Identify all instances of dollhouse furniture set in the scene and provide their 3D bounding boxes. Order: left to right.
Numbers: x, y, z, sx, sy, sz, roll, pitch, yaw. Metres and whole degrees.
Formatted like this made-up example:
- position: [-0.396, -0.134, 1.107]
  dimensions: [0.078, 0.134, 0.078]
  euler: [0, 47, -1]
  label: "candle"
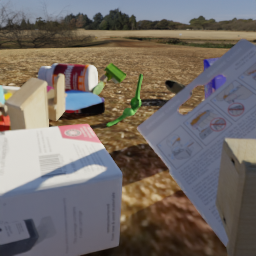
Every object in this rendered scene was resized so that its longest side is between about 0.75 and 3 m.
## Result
- position: [-3.292, -0.713, 6.312]
  dimensions: [2.977, 1.453, 2.539]
  euler: [19, 43, 7]
  label: "dollhouse furniture set"
- position: [-0.866, -1.627, 11.042]
  dimensions: [0.747, 1.936, 0.967]
  euler: [41, 44, -2]
  label: "dollhouse furniture set"
- position: [1.782, 1.207, 1.616]
  dimensions: [2.354, 2.082, 1.309]
  euler: [1, 20, 4]
  label: "dollhouse furniture set"

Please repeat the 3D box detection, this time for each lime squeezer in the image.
- position: [0.070, -0.687, 8.784]
  dimensions: [0.381, 0.713, 2.018]
  euler: [26, 72, 22]
  label: "lime squeezer"

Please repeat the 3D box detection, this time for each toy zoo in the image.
- position: [-3.468, -0.557, 7.645]
  dimensions: [2.605, 0.267, 1.709]
  euler: [1, 43, -33]
  label: "toy zoo"

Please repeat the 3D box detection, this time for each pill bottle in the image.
- position: [-2.584, -2.092, 12.074]
  dimensions: [2.326, 1.314, 1.314]
  euler: [5, 20, 11]
  label: "pill bottle"

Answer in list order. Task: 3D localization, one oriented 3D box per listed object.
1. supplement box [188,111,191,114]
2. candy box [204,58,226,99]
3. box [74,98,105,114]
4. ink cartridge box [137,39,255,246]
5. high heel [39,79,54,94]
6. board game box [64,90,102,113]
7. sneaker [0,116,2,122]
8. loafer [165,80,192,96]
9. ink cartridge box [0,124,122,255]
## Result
- position: [2.614, -0.096, 7.526]
  dimensions: [1.816, 0.553, 0.988]
  euler: [-5, 26, -13]
  label: "supplement box"
- position: [2.359, -1.004, 7.213]
  dimensions: [0.571, 1.254, 1.483]
  euler: [-6, 28, 9]
  label: "candy box"
- position: [-1.360, -0.783, 9.825]
  dimensions: [1.047, 0.413, 0.739]
  euler: [-3, 17, -5]
  label: "box"
- position: [1.640, 0.273, 3.537]
  dimensions: [2.143, 0.667, 2.663]
  euler: [-40, 48, 3]
  label: "ink cartridge box"
- position: [-3.012, -1.396, 10.547]
  dimensions: [1.160, 0.813, 2.413]
  euler: [-23, 35, 1]
  label: "high heel"
- position: [-1.779, -0.748, 8.979]
  dimensions: [1.481, 0.365, 1.875]
  euler: [22, 30, 32]
  label: "board game box"
- position: [-3.988, -0.134, 7.707]
  dimensions: [0.923, 0.873, 2.392]
  euler: [32, 36, 20]
  label: "sneaker"
- position: [2.015, -1.606, 11.552]
  dimensions: [0.492, 0.531, 1.412]
  euler: [25, 6, -46]
  label: "loafer"
- position: [-1.671, 0.859, 3.839]
  dimensions: [2.729, 1.157, 1.988]
  euler: [-4, 20, -19]
  label: "ink cartridge box"
